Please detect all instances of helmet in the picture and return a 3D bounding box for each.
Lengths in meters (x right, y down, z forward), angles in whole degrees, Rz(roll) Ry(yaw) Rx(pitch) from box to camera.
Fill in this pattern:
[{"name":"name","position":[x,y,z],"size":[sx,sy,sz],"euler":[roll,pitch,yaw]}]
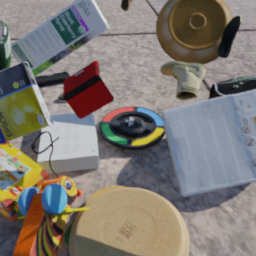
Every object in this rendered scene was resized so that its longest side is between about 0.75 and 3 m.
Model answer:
[{"name":"helmet","position":[3.802,-0.320,8.521],"size":[2.600,2.727,2.727],"euler":[5,39,9]}]

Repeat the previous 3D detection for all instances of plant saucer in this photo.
[{"name":"plant saucer","position":[2.236,-3.415,9.259],"size":[2.632,2.632,0.466],"euler":[4,-3,5]}]

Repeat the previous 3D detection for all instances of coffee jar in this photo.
[{"name":"coffee jar","position":[-3.927,-1.727,7.927],"size":[1.384,2.654,1.132],"euler":[-2,58,-15]}]

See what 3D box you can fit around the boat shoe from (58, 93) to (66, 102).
[{"name":"boat shoe","position":[-2.062,-1.513,11.651],"size":[1.750,0.499,0.585],"euler":[-12,40,-15]}]

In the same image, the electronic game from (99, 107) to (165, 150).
[{"name":"electronic game","position":[0.158,-0.051,9.818],"size":[2.326,0.484,2.326],"euler":[0,39,0]}]

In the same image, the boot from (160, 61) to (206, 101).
[{"name":"boot","position":[1.094,-1.011,6.069],"size":[1.036,0.377,0.806],"euler":[10,67,27]}]

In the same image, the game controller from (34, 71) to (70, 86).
[{"name":"game controller","position":[-3.516,-2.239,12.776],"size":[1.765,0.372,0.921],"euler":[-12,25,-16]}]

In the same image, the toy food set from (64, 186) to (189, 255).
[{"name":"toy food set","position":[-0.037,2.520,6.414],"size":[2.799,0.681,2.771],"euler":[14,40,17]}]

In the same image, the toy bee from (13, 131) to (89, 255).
[{"name":"toy bee","position":[-1.692,1.788,6.855],"size":[1.909,1.585,2.917],"euler":[8,68,35]}]

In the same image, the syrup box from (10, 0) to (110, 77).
[{"name":"syrup box","position":[-2.038,-2.774,8.540],"size":[2.840,1.118,1.156],"euler":[-30,18,8]}]

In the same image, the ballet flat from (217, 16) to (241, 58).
[{"name":"ballet flat","position":[3.133,-2.797,8.653],"size":[0.369,1.298,0.431],"euler":[7,22,-40]}]

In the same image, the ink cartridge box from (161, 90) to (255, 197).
[{"name":"ink cartridge box","position":[1.902,0.270,5.549],"size":[2.177,0.546,1.765],"euler":[-13,78,5]}]

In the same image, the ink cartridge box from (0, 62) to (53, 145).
[{"name":"ink cartridge box","position":[-2.899,-0.538,6.815],"size":[1.656,1.637,0.389],"euler":[-21,6,6]}]

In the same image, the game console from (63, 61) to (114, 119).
[{"name":"game console","position":[-1.025,-0.968,7.150],"size":[1.145,0.679,0.986],"euler":[-27,49,21]}]

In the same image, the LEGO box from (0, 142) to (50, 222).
[{"name":"LEGO box","position":[-3.278,1.355,7.612],"size":[1.855,0.716,1.381],"euler":[32,47,20]}]

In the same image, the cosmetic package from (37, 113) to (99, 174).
[{"name":"cosmetic package","position":[-1.911,0.399,9.149],"size":[1.769,0.606,2.346],"euler":[-7,39,-6]}]

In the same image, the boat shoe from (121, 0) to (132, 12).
[{"name":"boat shoe","position":[-0.010,-3.453,7.359],"size":[0.275,0.763,0.258],"euler":[16,8,10]}]
